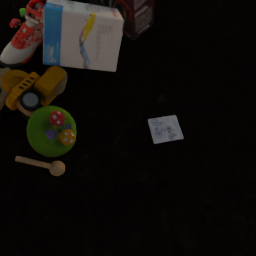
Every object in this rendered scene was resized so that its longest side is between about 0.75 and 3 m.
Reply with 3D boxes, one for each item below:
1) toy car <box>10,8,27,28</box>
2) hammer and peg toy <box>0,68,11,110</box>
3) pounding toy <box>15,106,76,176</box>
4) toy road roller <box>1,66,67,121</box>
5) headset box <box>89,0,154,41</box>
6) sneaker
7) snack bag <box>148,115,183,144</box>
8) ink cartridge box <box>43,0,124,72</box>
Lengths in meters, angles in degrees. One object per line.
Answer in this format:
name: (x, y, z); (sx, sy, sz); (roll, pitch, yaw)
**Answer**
toy car: (-3.815, -4.063, 10.161); (0.996, 0.222, 0.938); (-10, 61, -6)
hammer and peg toy: (-4.337, -0.868, 7.974); (1.677, 0.804, 2.280); (16, 61, 9)
pounding toy: (-1.794, 0.215, 6.941); (1.330, 0.800, 1.724); (30, 64, -32)
toy road roller: (-2.668, -1.175, 7.785); (1.270, 1.069, 1.739); (41, 64, -4)
headset box: (-0.323, -4.616, 8.856); (2.201, 2.961, 1.111); (40, 73, 19)
sneaker: (-3.173, -3.098, 8.839); (0.849, 1.362, 2.542); (33, 62, 12)
snack bag: (1.051, 0.024, 7.877); (0.862, 0.092, 0.813); (-10, 61, -7)
ink cartridge box: (-1.324, -2.697, 8.124); (2.073, 1.514, 1.521); (4, 33, -13)
